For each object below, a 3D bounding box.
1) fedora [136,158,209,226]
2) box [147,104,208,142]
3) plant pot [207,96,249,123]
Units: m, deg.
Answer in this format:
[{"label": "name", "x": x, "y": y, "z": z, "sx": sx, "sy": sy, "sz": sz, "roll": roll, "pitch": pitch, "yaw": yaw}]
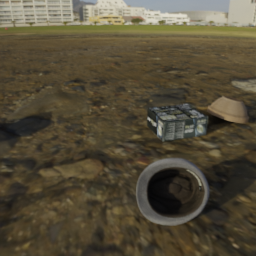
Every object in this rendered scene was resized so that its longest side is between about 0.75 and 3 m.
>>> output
[{"label": "fedora", "x": 1.161, "y": 1.701, "z": 7.711, "sx": 1.982, "sy": 1.753, "sz": 0.895, "roll": -9, "pitch": -3, "yaw": -5}, {"label": "box", "x": 2.116, "y": -0.282, "z": 12.346, "sx": 2.106, "sy": 0.907, "sz": 1.725, "roll": -8, "pitch": 26, "yaw": -19}, {"label": "plant pot", "x": 4.846, "y": -0.962, "z": 13.372, "sx": 1.938, "sy": 0.895, "sz": 1.938, "roll": 11, "pitch": 18, "yaw": -4}]
